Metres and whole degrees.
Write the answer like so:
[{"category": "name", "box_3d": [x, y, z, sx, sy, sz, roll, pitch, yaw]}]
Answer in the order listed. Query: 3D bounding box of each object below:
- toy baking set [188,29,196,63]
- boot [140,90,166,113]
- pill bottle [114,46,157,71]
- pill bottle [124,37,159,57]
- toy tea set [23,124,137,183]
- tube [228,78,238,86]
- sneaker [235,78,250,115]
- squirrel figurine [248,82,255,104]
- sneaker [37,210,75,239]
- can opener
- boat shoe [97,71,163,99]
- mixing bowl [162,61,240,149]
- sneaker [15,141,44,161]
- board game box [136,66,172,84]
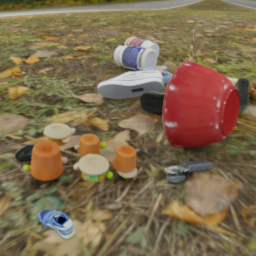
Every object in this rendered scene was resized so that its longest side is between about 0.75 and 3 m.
[{"category": "toy baking set", "box_3d": [2.796, -3.047, 12.595, 0.301, 2.591, 1.989, 7, 55, 17]}, {"category": "boot", "box_3d": [2.089, -1.089, 10.953, 2.731, 1.058, 1.889, 24, 33, 36]}, {"category": "pill bottle", "box_3d": [0.372, -3.929, 15.811, 2.280, 1.320, 1.320, 21, 35, 35]}, {"category": "pill bottle", "box_3d": [0.870, -5.044, 17.981, 1.229, 1.229, 2.152, -23, 36, -36]}, {"category": "toy tea set", "box_3d": [-1.192, 0.925, 7.324, 2.837, 1.050, 1.687, 16, 33, 10]}, {"category": "tube", "box_3d": [4.625, -2.236, 13.584, 1.515, 0.440, 0.393, 10, -12, 9]}, {"category": "sneaker", "box_3d": [4.406, -1.059, 11.289, 0.687, 1.029, 1.796, 15, 58, 13]}, {"category": "squirrel figurine", "box_3d": [5.645, -1.537, 12.034, 1.324, 1.004, 1.418, -30, 28, -26]}, {"category": "sneaker", "box_3d": [-1.535, 1.941, 5.950, 1.002, 0.412, 0.370, 16, 34, 29]}, {"category": "can opener", "box_3d": [1.597, 1.167, 7.515, 1.407, 0.470, 0.375, -3, 12, -27]}, {"category": "boat shoe", "box_3d": [0.090, -1.904, 12.014, 2.808, 1.033, 0.918, -2, 54, 5]}, {"category": "mixing bowl", "box_3d": [2.282, -0.559, 8.048, 1.424, 2.630, 2.630, 12, 30, 37]}, {"category": "sneaker", "box_3d": [-2.663, 0.804, 7.928, 1.237, 0.473, 0.709, -12, 44, 4]}, {"category": "board game box", "box_3d": [1.553, -2.786, 14.539, 1.665, 0.514, 1.666, -16, 33, -28]}]
